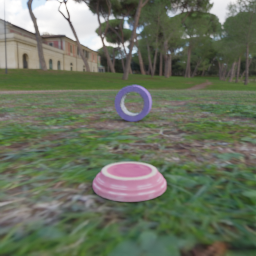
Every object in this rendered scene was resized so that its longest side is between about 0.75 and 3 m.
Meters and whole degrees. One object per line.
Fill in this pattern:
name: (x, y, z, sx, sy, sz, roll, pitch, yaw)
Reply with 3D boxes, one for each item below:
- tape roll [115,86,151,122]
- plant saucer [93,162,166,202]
tape roll: (0.229, -1.079, 12.234, 1.534, 1.534, 0.652, 2, 10, 11)
plant saucer: (0.020, 0.855, 4.742, 1.239, 0.314, 1.239, -1, 10, 0)
